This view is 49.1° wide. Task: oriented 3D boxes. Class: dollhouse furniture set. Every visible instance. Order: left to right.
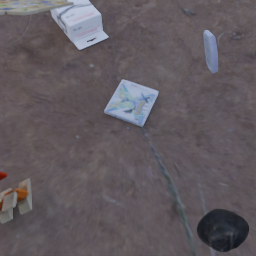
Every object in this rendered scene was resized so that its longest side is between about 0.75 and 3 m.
[{"bbox_3d":[-3.901,1.474,6.534,2.398,2.424,1.249,-28,56,20],"label":"dollhouse furniture set"}]

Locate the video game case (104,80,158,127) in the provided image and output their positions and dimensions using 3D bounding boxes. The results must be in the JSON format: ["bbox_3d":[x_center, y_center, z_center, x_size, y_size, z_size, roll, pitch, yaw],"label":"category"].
[{"bbox_3d":[0.125,-0.840,9.031,1.305,0.158,1.432,20,61,12],"label":"video game case"}]

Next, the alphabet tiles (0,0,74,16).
[{"bbox_3d":[-2.481,-2.577,5.925,2.102,0.080,2.526,10,32,18],"label":"alphabet tiles"}]

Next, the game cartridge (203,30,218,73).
[{"bbox_3d":[2.242,-2.052,7.567,0.208,1.030,0.687,-11,32,10],"label":"game cartridge"}]

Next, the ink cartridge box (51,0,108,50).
[{"bbox_3d":[-1.886,-4.147,10.640,1.335,0.781,2.302,-30,64,-16],"label":"ink cartridge box"}]

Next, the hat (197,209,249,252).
[{"bbox_3d":[1.647,1.894,4.908,0.924,0.924,0.373,18,25,10],"label":"hat"}]
